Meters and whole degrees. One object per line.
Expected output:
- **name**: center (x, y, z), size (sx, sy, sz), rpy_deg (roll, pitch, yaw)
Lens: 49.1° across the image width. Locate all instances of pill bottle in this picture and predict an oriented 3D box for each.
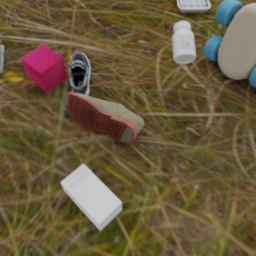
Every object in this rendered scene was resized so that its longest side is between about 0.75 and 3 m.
- **pill bottle**: center (1.124, -1.740, 5.710), size (0.442, 0.442, 0.772), rpy_deg (-2, 75, -1)

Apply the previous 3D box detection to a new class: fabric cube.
- **fabric cube**: center (-2.606, -1.879, 8.825), size (0.927, 0.912, 0.930), rpy_deg (35, 63, 21)

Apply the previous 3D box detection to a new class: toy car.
- **toy car**: center (4.277, -2.740, 8.883), size (2.561, 2.265, 2.361), rpy_deg (-16, 45, -31)

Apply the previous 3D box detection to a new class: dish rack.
- **dish rack**: center (2.564, -5.089, 11.257), size (1.278, 0.324, 1.489), rpy_deg (-1, 57, 1)

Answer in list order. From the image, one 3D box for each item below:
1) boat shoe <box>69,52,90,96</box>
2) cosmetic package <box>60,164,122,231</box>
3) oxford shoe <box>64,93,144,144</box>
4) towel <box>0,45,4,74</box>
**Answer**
- **boat shoe**: center (-1.584, -1.827, 8.939), size (0.694, 0.656, 1.935), rpy_deg (-3, 57, -2)
- **cosmetic package**: center (-0.879, 1.649, 6.724), size (0.754, 0.594, 1.401), rpy_deg (-38, 65, -23)
- **oxford shoe**: center (-0.708, -0.394, 8.056), size (2.468, 0.869, 0.923), rpy_deg (29, 39, 15)
- **towel**: center (-5.096, -2.313, 9.536), size (1.665, 0.299, 1.729), rpy_deg (-13, 60, -5)
